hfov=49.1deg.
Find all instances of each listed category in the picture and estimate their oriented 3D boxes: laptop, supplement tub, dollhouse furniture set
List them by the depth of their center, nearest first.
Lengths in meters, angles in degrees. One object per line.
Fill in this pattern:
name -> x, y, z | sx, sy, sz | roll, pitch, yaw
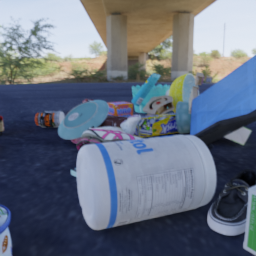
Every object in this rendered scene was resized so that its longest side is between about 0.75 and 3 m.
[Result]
supplement tub -> 0.278, 0.941, 5.245 | 2.267, 1.496, 1.496 | -6, 14, -22
laptop -> 1.953, -0.482, 7.379 | 2.992, 1.734, 2.802 | -11, -18, -35
dollhouse furniture set -> 3.135, -1.119, 10.431 | 1.511, 1.426, 0.986 | 11, 36, 4
supplement tub -> -3.524, -0.385, 12.626 | 1.185, 0.726, 0.726 | -1, 12, 8

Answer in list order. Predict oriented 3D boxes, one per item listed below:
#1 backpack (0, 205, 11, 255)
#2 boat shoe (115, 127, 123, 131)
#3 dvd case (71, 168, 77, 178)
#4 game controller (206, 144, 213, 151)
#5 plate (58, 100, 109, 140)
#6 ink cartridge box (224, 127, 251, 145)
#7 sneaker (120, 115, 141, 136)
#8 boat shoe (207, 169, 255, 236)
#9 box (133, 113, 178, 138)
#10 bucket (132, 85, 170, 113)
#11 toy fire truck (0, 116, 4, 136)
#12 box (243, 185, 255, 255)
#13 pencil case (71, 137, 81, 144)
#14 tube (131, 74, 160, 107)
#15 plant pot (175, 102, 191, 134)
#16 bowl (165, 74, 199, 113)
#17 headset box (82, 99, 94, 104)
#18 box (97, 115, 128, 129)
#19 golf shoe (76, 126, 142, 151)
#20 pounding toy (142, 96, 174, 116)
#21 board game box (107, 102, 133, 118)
backpack -> -2.395, 1.420, 3.382 | 1.857, 1.502, 1.950 | 5, 5, -31
boat shoe -> -0.210, 0.544, 8.746 | 0.653, 0.726, 2.012 | -28, 35, -30
dvd case -> -0.515, 1.124, 7.457 | 1.627, 0.179, 1.188 | -13, 18, -42
game controller -> 2.216, 0.658, 8.857 | 0.488, 0.197, 0.936 | -26, 14, -37
plate -> -1.710, -0.409, 10.322 | 2.124, 0.271, 2.124 | -18, 38, 15
ink cartridge box -> 3.607, -0.047, 10.719 | 1.108, 0.637, 1.893 | 22, 9, -15
sneaker -> 0.138, -0.064, 8.201 | 0.384, 0.511, 1.025 | -17, -11, -28
boat shoe -> 2.127, 1.304, 5.405 | 0.732, 0.694, 2.094 | 10, 16, 39
box -> 1.317, -0.141, 11.621 | 2.256, 0.791, 0.725 | -7, 9, -23
bucket -> 1.451, -1.864, 17.662 | 2.461, 1.601, 2.461 | -3, 13, 1
toy fire truck -> -6.000, -0.117, 11.769 | 1.407, 1.029, 1.599 | -6, 24, -22
box -> 2.422, 1.399, 4.160 | 1.050, 1.045, 0.900 | -9, 15, -34
pencil case -> -2.024, 0.129, 10.931 | 0.670, 0.670, 1.534 | -3, 13, -13
tube -> 0.857, -1.865, 13.604 | 0.463, 1.837, 0.711 | 47, 27, 19
plant pot -> 2.593, -0.439, 11.604 | 0.914, 1.364, 1.364 | -1, 11, 26
bowl -> 2.765, -1.601, 14.908 | 1.299, 2.413, 2.413 | -2, 9, 33
headset box -> -1.692, -0.857, 12.946 | 0.755, 1.016, 0.381 | 9, -21, -43
box -> -0.741, 0.072, 10.384 | 1.173, 0.963, 0.973 | 9, 14, 35
golf shoe -> -0.318, 0.320, 7.922 | 2.219, 0.806, 1.022 | 6, 45, 18
pounding toy -> 1.622, -0.832, 13.680 | 1.158, 1.162, 2.025 | 8, 41, 32
board game box -> -0.423, -0.752, 14.117 | 0.992, 0.992, 0.993 | -7, 14, -26
